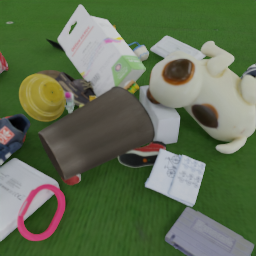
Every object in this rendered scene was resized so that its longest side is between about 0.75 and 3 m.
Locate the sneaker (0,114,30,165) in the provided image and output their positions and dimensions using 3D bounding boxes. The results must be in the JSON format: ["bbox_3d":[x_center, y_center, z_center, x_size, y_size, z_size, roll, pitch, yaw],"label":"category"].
[{"bbox_3d":[-2.969,0.421,6.044,1.127,1.000,2.668,-33,21,19],"label":"sneaker"}]

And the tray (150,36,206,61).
[{"bbox_3d":[1.972,-3.109,11.254,1.097,0.227,2.044,-43,59,-17],"label":"tray"}]

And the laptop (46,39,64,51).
[{"bbox_3d":[-3.009,-3.791,12.509,0.829,0.483,0.936,28,46,31],"label":"laptop"}]

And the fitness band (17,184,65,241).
[{"bbox_3d":[-1.656,1.611,5.397,0.201,0.773,1.076,-28,30,44],"label":"fitness band"}]

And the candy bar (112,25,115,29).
[{"bbox_3d":[-1.686,-5.138,14.447,2.135,0.237,0.532,0,38,2],"label":"candy bar"}]

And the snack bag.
[{"bbox_3d":[1.056,1.037,6.191,1.122,0.120,1.058,22,61,9],"label":"snack bag"}]

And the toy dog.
[{"bbox_3d":[1.849,-0.866,7.237,2.804,1.956,2.718,24,72,-13],"label":"toy dog"}]

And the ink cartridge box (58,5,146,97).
[{"bbox_3d":[-0.879,-2.292,8.698,2.658,1.557,0.895,54,33,12],"label":"ink cartridge box"}]

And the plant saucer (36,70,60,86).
[{"bbox_3d":[-2.932,-1.793,10.203,1.109,0.163,1.109,0,37,0],"label":"plant saucer"}]

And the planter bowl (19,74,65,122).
[{"bbox_3d":[-1.892,-0.773,6.595,0.492,1.180,1.180,-15,20,47],"label":"planter bowl"}]

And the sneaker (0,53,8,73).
[{"bbox_3d":[-4.929,-2.103,10.364,0.638,1.007,1.791,1,68,-3],"label":"sneaker"}]

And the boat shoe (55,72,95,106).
[{"bbox_3d":[-1.437,-1.102,8.306,2.032,0.745,0.757,27,12,19],"label":"boat shoe"}]

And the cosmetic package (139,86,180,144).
[{"bbox_3d":[0.824,-0.410,7.841,0.614,0.874,1.724,-8,39,-11],"label":"cosmetic package"}]

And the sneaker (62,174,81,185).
[{"bbox_3d":[-1.338,0.527,6.737,0.803,0.761,1.956,-8,39,-13],"label":"sneaker"}]

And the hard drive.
[{"bbox_3d":[-2.772,1.613,5.631,1.532,0.310,2.322,20,42,30],"label":"hard drive"}]

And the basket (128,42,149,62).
[{"bbox_3d":[0.346,-3.127,11.468,0.782,0.617,0.887,-30,78,-34],"label":"basket"}]

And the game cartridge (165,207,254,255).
[{"bbox_3d":[1.485,2.105,5.147,1.366,0.262,0.885,26,41,29],"label":"game cartridge"}]

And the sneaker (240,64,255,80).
[{"bbox_3d":[4.647,-1.270,8.838,1.668,1.023,2.563,-27,45,-29],"label":"sneaker"}]

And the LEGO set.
[{"bbox_3d":[-0.684,-0.643,7.412,2.083,0.958,0.775,-10,6,6],"label":"LEGO set"}]

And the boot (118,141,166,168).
[{"bbox_3d":[0.359,0.598,7.004,1.163,0.421,0.839,-1,24,9],"label":"boot"}]

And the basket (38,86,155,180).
[{"bbox_3d":[-0.723,0.127,5.761,1.900,1.292,1.713,-28,38,-22],"label":"basket"}]
